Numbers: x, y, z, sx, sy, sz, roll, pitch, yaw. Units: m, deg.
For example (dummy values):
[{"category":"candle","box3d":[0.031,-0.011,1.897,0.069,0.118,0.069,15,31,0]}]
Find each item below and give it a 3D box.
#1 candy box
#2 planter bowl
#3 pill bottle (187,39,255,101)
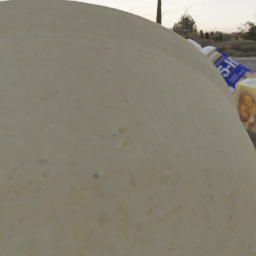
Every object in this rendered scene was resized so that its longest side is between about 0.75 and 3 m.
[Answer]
[{"category":"candy box","box3d":[3.237,-0.328,6.074,0.521,1.087,1.883,-24,32,-24]},{"category":"planter bowl","box3d":[-0.270,0.810,1.327,2.227,2.227,1.499,-3,47,-12]},{"category":"pill bottle","box3d":[2.528,-1.566,8.468,2.463,1.474,1.474,40,31,18]}]
